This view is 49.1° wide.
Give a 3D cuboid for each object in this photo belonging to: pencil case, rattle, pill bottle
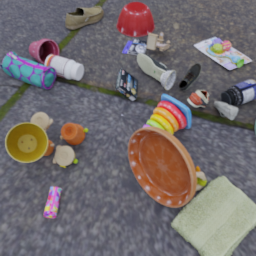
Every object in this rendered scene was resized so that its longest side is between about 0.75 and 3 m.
[{"bbox_3d":[-2.321,2.305,8.663,0.434,0.434,0.981,0,50,0],"label":"pencil case"},{"bbox_3d":[1.897,1.681,9.139,1.140,0.743,0.815,-25,48,4],"label":"rattle"},{"bbox_3d":[-2.850,-2.680,12.559,1.587,0.869,0.869,19,52,15],"label":"pill bottle"},{"bbox_3d":[-4.359,-2.528,12.274,2.412,1.115,1.026,22,53,16],"label":"pencil case"},{"bbox_3d":[4.604,-1.399,11.477,1.511,0.845,0.845,-20,53,-14],"label":"pill bottle"}]

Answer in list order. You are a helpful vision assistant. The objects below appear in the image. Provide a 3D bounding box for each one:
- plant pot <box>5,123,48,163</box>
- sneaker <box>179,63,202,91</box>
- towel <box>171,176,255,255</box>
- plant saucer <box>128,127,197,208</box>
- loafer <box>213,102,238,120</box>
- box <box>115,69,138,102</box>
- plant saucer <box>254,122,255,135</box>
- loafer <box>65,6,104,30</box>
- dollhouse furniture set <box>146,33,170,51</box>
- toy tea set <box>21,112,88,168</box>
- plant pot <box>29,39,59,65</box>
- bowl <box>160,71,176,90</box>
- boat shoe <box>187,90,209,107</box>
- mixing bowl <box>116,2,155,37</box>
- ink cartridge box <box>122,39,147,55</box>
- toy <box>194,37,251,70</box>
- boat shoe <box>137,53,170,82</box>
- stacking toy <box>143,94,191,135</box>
[{"bbox_3d":[-3.295,0.503,9.152,1.262,0.896,1.262,2,83,-19],"label":"plant pot"},{"bbox_3d":[2.625,-2.142,11.761,0.497,1.328,0.705,35,16,12],"label":"sneaker"},{"bbox_3d":[2.671,2.655,8.339,2.490,0.454,1.848,-34,57,-25],"label":"towel"},{"bbox_3d":[0.977,1.137,8.303,0.408,2.528,2.528,-24,53,-35],"label":"plant saucer"},{"bbox_3d":[3.721,-0.692,10.903,0.522,0.521,1.493,10,15,-10],"label":"loafer"},{"bbox_3d":[-0.039,-1.817,11.825,0.962,0.278,1.210,33,42,-27],"label":"box"},{"bbox_3d":[5.754,-0.446,9.739,2.882,0.555,2.882,-31,36,27],"label":"plant saucer"},{"bbox_3d":[-2.392,-6.273,15.588,0.964,0.855,2.535,36,59,26],"label":"loafer"},{"bbox_3d":[1.570,-4.250,13.632,0.801,0.684,1.546,19,31,19],"label":"dollhouse furniture set"},{"bbox_3d":[-2.807,0.361,10.187,2.697,0.998,1.604,19,82,12],"label":"toy tea set"},{"bbox_3d":[-4.068,-3.627,13.258,1.069,1.195,1.195,20,51,35],"label":"plant pot"},{"bbox_3d":[1.608,-2.048,11.678,0.404,0.861,0.861,28,55,25],"label":"bowl"},{"bbox_3d":[2.873,-1.202,10.991,0.652,0.573,1.832,47,27,16],"label":"boat shoe"},{"bbox_3d":[0.410,-6.026,15.194,2.146,1.162,2.146,0,51,0],"label":"mixing bowl"},{"bbox_3d":[0.370,-4.089,14.164,1.105,0.240,1.095,12,52,11],"label":"ink cartridge box"},{"bbox_3d":[4.649,-3.870,13.737,1.482,0.607,2.573,-24,54,-19],"label":"toy"},{"bbox_3d":[1.205,-2.711,12.627,1.943,0.698,0.657,40,42,15],"label":"boat shoe"},{"bbox_3d":[1.071,0.067,10.203,1.320,1.396,2.405,35,72,33],"label":"stacking toy"}]
